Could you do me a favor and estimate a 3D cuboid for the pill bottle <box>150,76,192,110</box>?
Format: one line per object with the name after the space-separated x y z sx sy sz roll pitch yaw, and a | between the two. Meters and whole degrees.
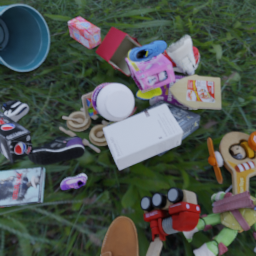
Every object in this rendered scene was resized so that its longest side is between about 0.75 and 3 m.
2.075 -1.410 11.153 2.326 1.306 1.306 6 51 7 | pill bottle

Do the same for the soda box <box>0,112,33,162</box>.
-3.339 0.153 7.525 1.938 0.686 0.614 26 37 37 | soda box

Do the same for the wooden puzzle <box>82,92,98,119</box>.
-1.221 -0.908 10.595 1.083 1.003 0.251 -31 45 -31 | wooden puzzle

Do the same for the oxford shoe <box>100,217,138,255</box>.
-0.324 3.619 7.231 1.059 1.058 2.970 7 49 7 | oxford shoe

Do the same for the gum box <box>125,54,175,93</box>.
0.733 -2.050 9.814 1.190 0.693 2.096 -22 32 0 | gum box

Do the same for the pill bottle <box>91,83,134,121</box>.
-0.517 -0.876 9.291 1.195 1.195 2.125 -15 12 -12 | pill bottle

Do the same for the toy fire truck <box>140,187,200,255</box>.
1.063 2.683 7.584 1.186 1.623 1.843 22 53 -36 | toy fire truck

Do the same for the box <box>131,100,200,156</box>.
1.140 -0.093 9.741 1.765 0.571 2.239 27 45 36 | box

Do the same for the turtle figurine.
2.940 2.811 7.920 2.552 2.632 1.894 -30 78 2 | turtle figurine

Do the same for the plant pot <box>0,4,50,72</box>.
-5.488 -4.109 12.662 2.592 2.759 2.759 18 51 32 | plant pot

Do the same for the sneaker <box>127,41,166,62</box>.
0.697 -2.392 8.827 1.425 0.470 0.559 -23 24 -21 | sneaker

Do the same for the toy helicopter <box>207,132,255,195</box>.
3.464 1.395 9.025 1.957 1.167 2.960 10 57 7 | toy helicopter

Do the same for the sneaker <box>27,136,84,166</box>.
-2.549 0.737 9.889 1.917 0.726 0.839 -7 42 -15 | sneaker

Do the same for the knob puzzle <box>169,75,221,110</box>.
2.339 -1.228 9.880 1.915 0.266 1.915 -2 50 3 | knob puzzle

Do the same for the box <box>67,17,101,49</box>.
-2.220 -4.839 14.257 0.791 0.858 1.672 -36 58 -26 | box

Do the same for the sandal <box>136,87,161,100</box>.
0.693 -1.163 9.958 1.092 0.476 0.434 -11 75 -40 | sandal

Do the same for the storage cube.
-0.315 -3.300 12.095 1.546 1.322 1.390 -55 41 9 | storage cube

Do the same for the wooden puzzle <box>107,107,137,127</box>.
-0.249 -0.373 10.053 1.029 0.122 1.735 -27 9 18 | wooden puzzle

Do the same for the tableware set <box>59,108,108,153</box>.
-1.464 -0.062 10.624 2.066 0.414 1.366 29 56 21 | tableware set

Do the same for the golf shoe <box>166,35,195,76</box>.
2.200 -2.637 10.641 1.017 2.597 1.263 -32 83 16 | golf shoe

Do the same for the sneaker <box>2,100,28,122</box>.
-4.769 -0.510 10.953 0.881 0.576 1.575 24 47 23 | sneaker

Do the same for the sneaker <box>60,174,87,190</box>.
-1.735 1.788 8.945 0.880 0.354 0.389 -20 32 -2 | sneaker

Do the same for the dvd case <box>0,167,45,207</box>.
-3.643 1.934 9.143 1.734 0.191 1.265 -4 51 -4 | dvd case

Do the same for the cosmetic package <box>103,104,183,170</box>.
0.341 0.215 6.781 1.682 0.683 0.949 -23 61 -10 | cosmetic package

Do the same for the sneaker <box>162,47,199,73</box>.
1.753 -3.177 12.606 2.865 1.216 1.103 -6 52 1 | sneaker
